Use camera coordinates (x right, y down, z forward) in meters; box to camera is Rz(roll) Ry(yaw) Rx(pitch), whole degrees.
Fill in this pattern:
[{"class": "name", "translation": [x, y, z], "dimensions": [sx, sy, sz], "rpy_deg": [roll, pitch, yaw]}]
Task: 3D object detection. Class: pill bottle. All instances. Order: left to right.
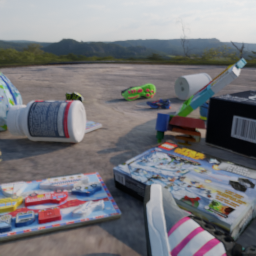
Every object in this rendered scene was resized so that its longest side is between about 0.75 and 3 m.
[{"class": "pill bottle", "translation": [-2.330, -0.195, 8.038], "dimensions": [1.992, 1.191, 1.191], "rpy_deg": [1, 17, 8]}]

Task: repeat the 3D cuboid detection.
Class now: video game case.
[{"class": "video game case", "translation": [-1.645, -0.074, 9.411], "dimensions": [1.259, 0.110, 0.900], "rpy_deg": [15, 27, 39]}]

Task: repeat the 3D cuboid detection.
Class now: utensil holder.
[{"class": "utensil holder", "translation": [3.318, -2.088, 14.323], "dimensions": [1.502, 1.277, 1.277], "rpy_deg": [-13, 21, -28]}]

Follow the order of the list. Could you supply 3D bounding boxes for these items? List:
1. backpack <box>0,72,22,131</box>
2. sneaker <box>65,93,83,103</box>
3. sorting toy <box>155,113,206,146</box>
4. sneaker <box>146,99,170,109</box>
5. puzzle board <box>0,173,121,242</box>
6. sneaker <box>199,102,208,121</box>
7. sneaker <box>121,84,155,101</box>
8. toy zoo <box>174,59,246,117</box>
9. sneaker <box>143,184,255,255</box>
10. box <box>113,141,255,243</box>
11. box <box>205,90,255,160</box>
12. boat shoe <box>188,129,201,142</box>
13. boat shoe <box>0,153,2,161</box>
[{"class": "backpack", "translation": [-4.586, -0.900, 9.245], "dimensions": [1.954, 2.073, 2.541], "rpy_deg": [7, 18, -27]}, {"class": "sneaker", "translation": [-2.537, -1.521, 13.674], "dimensions": [0.526, 0.519, 1.377], "rpy_deg": [-14, 23, -37]}, {"class": "sorting toy", "translation": [1.378, 0.071, 8.083], "dimensions": [1.232, 0.841, 2.050], "rpy_deg": [8, 4, -9]}, {"class": "sneaker", "translation": [1.338, -1.085, 12.270], "dimensions": [1.082, 0.424, 0.407], "rpy_deg": [3, 17, -5]}, {"class": "puzzle board", "translation": [-1.431, 1.264, 4.943], "dimensions": [2.231, 0.194, 1.681], "rpy_deg": [-5, 18, -19]}, {"class": "sneaker", "translation": [3.684, -0.651, 10.318], "dimensions": [2.064, 0.809, 0.680], "rpy_deg": [4, 15, 10]}, {"class": "sneaker", "translation": [0.550, -1.910, 14.488], "dimensions": [2.087, 0.801, 0.874], "rpy_deg": [-10, 23, -33]}, {"class": "toy zoo", "translation": [3.075, -1.460, 10.452], "dimensions": [2.982, 0.305, 1.957], "rpy_deg": [-40, 2, 24]}, {"class": "sneaker", "translation": [0.991, 1.401, 2.887], "dimensions": [1.558, 1.079, 2.581], "rpy_deg": [-5, 25, -1]}, {"class": "box", "translation": [1.131, 0.994, 5.131], "dimensions": [1.657, 0.483, 2.421], "rpy_deg": [-23, 28, -39]}, {"class": "box", "translation": [3.719, -0.138, 7.584], "dimensions": [2.242, 1.413, 2.281], "rpy_deg": [-11, 20, -39]}, {"class": "boat shoe", "translation": [1.922, 0.132, 8.437], "dimensions": [0.307, 0.359, 0.979], "rpy_deg": [3, 17, -4]}, {"class": "boat shoe", "translation": [-3.172, 0.882, 5.840], "dimensions": [0.475, 0.555, 1.515], "rpy_deg": [38, 28, 1]}]
